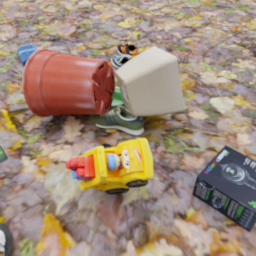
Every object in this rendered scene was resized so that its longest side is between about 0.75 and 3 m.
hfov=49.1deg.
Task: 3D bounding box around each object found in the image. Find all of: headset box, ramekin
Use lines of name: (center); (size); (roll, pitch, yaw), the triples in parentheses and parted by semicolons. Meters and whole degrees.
headset box: (3.390, 1.805, 8.571); (2.091, 0.970, 1.821); (32, 51, 31)
ramekin: (-0.653, -1.104, 12.025); (1.380, 0.674, 1.380); (0, 42, 0)

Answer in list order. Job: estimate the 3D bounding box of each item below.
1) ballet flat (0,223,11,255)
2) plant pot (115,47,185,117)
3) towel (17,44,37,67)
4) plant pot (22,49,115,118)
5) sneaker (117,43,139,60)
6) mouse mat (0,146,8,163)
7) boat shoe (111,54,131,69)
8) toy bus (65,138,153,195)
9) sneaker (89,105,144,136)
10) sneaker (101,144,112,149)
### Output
ballet flat: (-3.405, 3.255, 7.130); (0.738, 0.742, 2.170); (-12, 43, -12)
plant pot: (0.683, -1.565, 10.364); (1.841, 2.077, 2.079); (-20, 30, -7)
towel: (-5.485, -4.063, 15.470); (1.098, 0.477, 1.967); (-18, 45, -18)
plant pot: (-2.081, -1.627, 10.789); (2.653, 2.727, 2.727); (7, 42, 21)
sneaker: (0.056, -4.350, 15.420); (0.749, 0.963, 2.141); (-19, 45, -20)
mouse mat: (-5.021, 1.101, 10.059); (1.148, 0.043, 0.924); (-28, 49, -27)
boat shoe: (-0.210, -3.362, 14.502); (0.874, 0.721, 2.333); (-17, 45, -18)
toy bus: (-0.633, 1.075, 7.990); (2.024, 2.108, 1.430); (10, 64, -38)
sneaker: (-0.458, -0.487, 11.036); (2.323, 1.043, 0.779); (14, 40, 15)
sneaker: (-0.447, 0.798, 9.796); (0.540, 0.827, 1.479); (-28, 49, -27)
